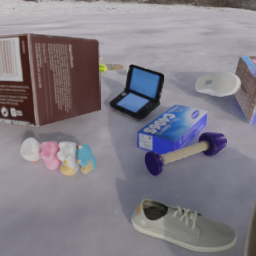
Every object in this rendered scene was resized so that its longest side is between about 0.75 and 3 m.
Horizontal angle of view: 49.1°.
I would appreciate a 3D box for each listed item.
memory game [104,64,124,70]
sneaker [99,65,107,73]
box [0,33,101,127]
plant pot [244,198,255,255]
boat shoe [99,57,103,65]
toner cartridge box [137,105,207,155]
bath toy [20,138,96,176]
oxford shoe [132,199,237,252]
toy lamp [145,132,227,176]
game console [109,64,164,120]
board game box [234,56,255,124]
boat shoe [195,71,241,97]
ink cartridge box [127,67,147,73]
[{"bbox_3d":[-0.807,-3.283,15.065,1.177,0.075,1.177,0,26,0],"label":"memory game"},{"bbox_3d":[-1.698,-2.953,14.088,1.360,0.504,0.568,8,8,15],"label":"sneaker"},{"bbox_3d":[-2.505,-1.466,8.242,2.279,2.256,2.747,7,15,31],"label":"box"},{"bbox_3d":[3.065,1.498,3.071,2.538,2.772,2.772,18,30,9],"label":"plant pot"},{"bbox_3d":[-1.716,-3.482,14.962,0.464,0.560,1.558,0,22,9],"label":"boat shoe"},{"bbox_3d":[1.332,0.000,8.028,1.103,0.501,2.321,16,31,30],"label":"toner cartridge box"},{"bbox_3d":[-1.674,0.658,6.579,1.790,0.778,0.662,7,-7,21],"label":"bath toy"},{"bbox_3d":[0.939,1.621,4.773,1.794,0.518,0.675,10,26,11],"label":"oxford shoe"},{"bbox_3d":[1.491,0.564,6.808,2.206,0.642,0.642,-17,31,-27],"label":"toy lamp"},{"bbox_3d":[0.240,-1.224,9.307,1.421,0.940,1.616,-41,46,-24],"label":"game console"},{"bbox_3d":[5.203,-1.289,9.222,2.765,1.339,2.204,1,38,2],"label":"board game box"},{"bbox_3d":[3.317,-1.469,10.048,0.794,0.835,2.318,14,-2,-20],"label":"boat shoe"},{"bbox_3d":[0.475,-2.775,13.369,0.871,0.287,1.197,9,20,9],"label":"ink cartridge box"}]
